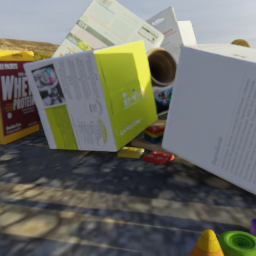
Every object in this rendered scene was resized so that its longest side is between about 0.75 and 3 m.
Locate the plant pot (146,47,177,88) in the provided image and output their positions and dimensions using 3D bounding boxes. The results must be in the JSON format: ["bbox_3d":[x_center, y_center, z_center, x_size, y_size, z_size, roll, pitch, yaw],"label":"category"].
[{"bbox_3d":[0.614,-1.387,6.967,0.958,0.958,0.836,-7,-7,-29],"label":"plant pot"}]

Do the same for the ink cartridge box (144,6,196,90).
[{"bbox_3d":[1.736,-2.983,10.716,0.924,2.771,1.605,-22,7,-42],"label":"ink cartridge box"}]

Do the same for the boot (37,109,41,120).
[{"bbox_3d":[-3.232,-0.840,8.917,1.782,1.164,0.603,-4,15,-13],"label":"boot"}]

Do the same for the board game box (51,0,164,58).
[{"bbox_3d":[-0.729,-1.916,7.946,2.163,2.932,0.942,35,-4,0],"label":"board game box"}]

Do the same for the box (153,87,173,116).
[{"bbox_3d":[1.357,-0.821,7.756,2.850,0.537,1.947,-20,-1,31],"label":"box"}]

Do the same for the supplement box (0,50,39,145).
[{"bbox_3d":[-3.534,-0.835,6.820,2.099,2.070,1.394,4,14,15],"label":"supplement box"}]

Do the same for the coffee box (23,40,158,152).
[{"bbox_3d":[-0.655,-0.700,5.890,1.807,1.827,1.824,-1,20,32],"label":"coffee box"}]

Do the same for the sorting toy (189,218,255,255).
[{"bbox_3d":[1.002,0.983,2.582,1.338,0.461,0.464,-11,17,-38],"label":"sorting toy"}]

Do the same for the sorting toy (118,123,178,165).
[{"bbox_3d":[0.867,0.186,6.115,1.228,0.431,2.547,11,17,39],"label":"sorting toy"}]

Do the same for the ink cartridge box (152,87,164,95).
[{"bbox_3d":[0.013,-1.722,9.441,1.546,2.130,0.892,-34,28,1],"label":"ink cartridge box"}]

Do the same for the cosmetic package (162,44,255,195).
[{"bbox_3d":[1.884,-0.230,4.190,2.014,1.675,1.685,25,30,35],"label":"cosmetic package"}]

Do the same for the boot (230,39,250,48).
[{"bbox_3d":[3.205,-1.691,9.210,0.847,2.352,1.819,4,17,2],"label":"boot"}]
